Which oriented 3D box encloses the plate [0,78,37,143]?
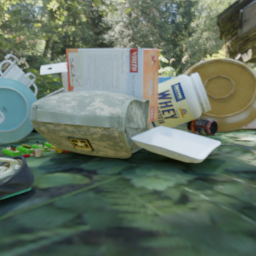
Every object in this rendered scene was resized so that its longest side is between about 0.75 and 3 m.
[{"bbox_3d":[-2.693,-0.389,6.101,1.447,1.447,0.185,-3,-2,-21],"label":"plate"}]

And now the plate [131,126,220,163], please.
[{"bbox_3d":[0.783,0.269,4.487,1.144,0.185,1.142,15,17,28],"label":"plate"}]

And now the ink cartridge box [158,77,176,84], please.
[{"bbox_3d":[2.115,-1.485,13.535,1.329,1.839,0.779,2,3,14],"label":"ink cartridge box"}]

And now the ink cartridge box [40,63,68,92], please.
[{"bbox_3d":[-1.230,-1.557,8.818,2.819,0.956,1.623,-9,23,-12],"label":"ink cartridge box"}]

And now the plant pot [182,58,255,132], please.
[{"bbox_3d":[2.721,-1.142,8.413,2.682,2.682,0.368,2,-29,16],"label":"plant pot"}]

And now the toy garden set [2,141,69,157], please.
[{"bbox_3d":[-1.661,0.359,5.167,0.824,0.197,0.989,7,10,44],"label":"toy garden set"}]

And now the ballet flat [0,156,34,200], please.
[{"bbox_3d":[-1.390,0.538,2.611,0.510,0.510,1.395,2,8,15],"label":"ballet flat"}]

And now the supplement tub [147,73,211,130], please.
[{"bbox_3d":[1.212,-0.668,7.499,1.695,1.229,1.229,-21,2,14],"label":"supplement tub"}]

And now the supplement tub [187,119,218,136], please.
[{"bbox_3d":[1.958,-0.033,7.472,0.414,0.414,0.774,-6,9,-39],"label":"supplement tub"}]

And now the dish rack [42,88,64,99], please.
[{"bbox_3d":[-2.894,-0.959,10.582,2.615,0.569,2.245,-12,20,49],"label":"dish rack"}]

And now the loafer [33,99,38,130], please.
[{"bbox_3d":[-2.638,-0.401,8.087,2.787,0.978,0.946,0,6,-4],"label":"loafer"}]

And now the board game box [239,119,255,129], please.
[{"bbox_3d":[4.082,-0.609,9.488,2.961,0.645,2.976,-3,14,0],"label":"board game box"}]

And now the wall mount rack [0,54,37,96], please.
[{"bbox_3d":[-3.000,-1.117,6.993,1.372,1.192,0.512,42,2,13],"label":"wall mount rack"}]

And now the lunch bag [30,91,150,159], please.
[{"bbox_3d":[-0.564,-0.102,4.962,1.582,1.134,1.929,7,5,15],"label":"lunch bag"}]

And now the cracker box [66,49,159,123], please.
[{"bbox_3d":[-0.422,-1.039,6.549,2.336,1.565,0.674,12,19,37],"label":"cracker box"}]
